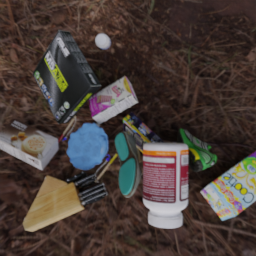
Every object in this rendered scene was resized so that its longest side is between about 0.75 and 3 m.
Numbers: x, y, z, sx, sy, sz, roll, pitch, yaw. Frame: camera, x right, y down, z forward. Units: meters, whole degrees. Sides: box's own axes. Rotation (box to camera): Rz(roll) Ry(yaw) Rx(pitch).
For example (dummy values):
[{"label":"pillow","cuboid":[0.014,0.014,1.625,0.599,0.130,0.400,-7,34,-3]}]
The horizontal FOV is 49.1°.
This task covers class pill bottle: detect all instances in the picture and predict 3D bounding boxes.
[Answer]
[{"label":"pill bottle","cuboid":[-1.028,-3.500,11.338,0.575,1.024,0.575,0,100,3]},{"label":"pill bottle","cuboid":[1.072,1.601,8.120,1.304,1.304,2.309,1,89,0]}]

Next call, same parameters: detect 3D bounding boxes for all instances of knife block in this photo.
[{"label":"knife block","cuboid":[-1.877,2.464,8.985,2.067,0.753,2.354,19,67,9]}]

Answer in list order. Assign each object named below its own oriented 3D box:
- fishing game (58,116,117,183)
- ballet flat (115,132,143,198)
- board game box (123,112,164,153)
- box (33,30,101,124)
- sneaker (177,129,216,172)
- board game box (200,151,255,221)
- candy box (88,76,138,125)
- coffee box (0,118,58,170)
[{"label":"fishing game","cuboid":[-1.397,0.634,9.759,2.348,0.365,1.681,35,94,27]},{"label":"ballet flat","cuboid":[0.126,1.112,8.727,0.782,0.827,2.454,28,33,-32]},{"label":"board game box","cuboid":[0.493,0.354,9.641,0.439,1.280,1.549,-41,72,-16]},{"label":"box","cuboid":[-2.291,-1.735,9.992,0.574,2.332,2.414,-15,71,-48]},{"label":"sneaker","cuboid":[2.256,0.706,9.513,0.858,0.786,2.015,-11,37,-11]},{"label":"board game box","cuboid":[3.686,1.806,9.047,2.252,1.181,1.160,-31,70,-14]},{"label":"candy box","cuboid":[-0.583,-1.003,10.169,1.673,0.510,1.141,-29,45,10]},{"label":"coffee box","cuboid":[-3.479,0.553,9.736,1.799,0.717,1.029,25,54,9]}]
